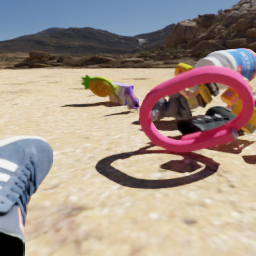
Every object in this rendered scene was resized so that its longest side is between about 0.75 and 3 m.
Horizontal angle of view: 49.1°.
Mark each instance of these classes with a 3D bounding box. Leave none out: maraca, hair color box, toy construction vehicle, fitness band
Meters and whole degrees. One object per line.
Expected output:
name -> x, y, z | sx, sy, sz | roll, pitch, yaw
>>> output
maraca -> -1.374, -1.920, 12.743 | 1.595, 1.093, 0.853 | 18, 49, 1
hair color box -> -0.343, -1.604, 13.041 | 0.514, 0.868, 1.587 | -9, 16, -28
toy construction vehicle -> 2.310, -0.670, 7.004 | 2.018, 0.816, 2.318 | 37, 3, 35
fitness band -> 1.380, -0.316, 5.937 | 2.410, 1.731, 0.451 | -20, 29, 30

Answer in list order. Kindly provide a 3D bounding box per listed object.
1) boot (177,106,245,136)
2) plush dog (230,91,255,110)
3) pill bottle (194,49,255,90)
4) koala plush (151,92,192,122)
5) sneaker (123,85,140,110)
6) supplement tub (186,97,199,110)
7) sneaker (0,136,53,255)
boot -> 2.210, -0.133, 8.028 | 1.974, 0.648, 1.627 | -13, 17, -28
plush dog -> 3.594, -0.608, 8.678 | 0.960, 1.118, 0.897 | -13, -14, 37
pill bottle -> 3.390, -2.024, 9.740 | 2.331, 1.308, 1.308 | -18, 22, -35
koala plush -> 1.210, -0.700, 9.369 | 1.546, 1.421, 1.371 | -20, 16, 12
sneaker -> 0.167, -1.153, 10.800 | 0.509, 1.152, 0.463 | 21, 53, 37
supplement tub -> 2.359, -1.381, 10.988 | 0.905, 1.251, 0.905 | -15, 50, 18
sneaker -> -1.422, 0.936, 3.101 | 1.191, 1.056, 2.818 | 5, 24, 18
